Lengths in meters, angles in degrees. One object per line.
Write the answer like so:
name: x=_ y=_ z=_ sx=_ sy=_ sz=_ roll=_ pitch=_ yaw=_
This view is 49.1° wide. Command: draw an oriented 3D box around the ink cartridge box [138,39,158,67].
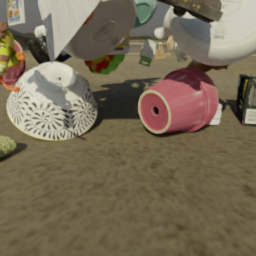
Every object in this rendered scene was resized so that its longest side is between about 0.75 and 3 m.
ink cartridge box: x=0.600 y=-2.305 z=8.632 sx=0.390 sy=0.750 sz=0.223 roll=11 pitch=33 yaw=-19

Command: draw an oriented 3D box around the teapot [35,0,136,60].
teapot: x=-0.983 y=-2.939 z=6.860 sx=2.270 sy=2.240 sz=1.658 roll=-25 pitch=71 yaw=-28

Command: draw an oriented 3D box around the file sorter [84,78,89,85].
file sorter: x=-2.496 y=-1.292 z=10.366 sx=1.516 sy=1.360 sz=2.184 roll=-12 pitch=22 yaw=-30

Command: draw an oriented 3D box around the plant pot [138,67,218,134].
plant pot: x=1.255 y=-0.641 z=7.766 sx=1.650 sy=1.843 sz=1.843 roll=-21 pitch=27 yaw=-36

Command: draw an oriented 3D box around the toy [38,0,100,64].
toy: x=-0.912 y=-2.241 z=4.876 sx=0.568 sy=1.384 sz=2.404 roll=-9 pitch=-8 yaw=-31

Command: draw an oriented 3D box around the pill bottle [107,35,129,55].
pill bottle: x=-0.419 y=-3.025 z=8.348 sx=0.882 sy=1.614 sz=0.882 roll=-1 pitch=17 yaw=0

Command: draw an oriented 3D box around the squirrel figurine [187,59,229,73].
squirrel figurine: x=3.021 y=-2.318 z=9.486 sx=1.486 sy=1.127 sz=1.592 roll=-2 pitch=17 yaw=-31

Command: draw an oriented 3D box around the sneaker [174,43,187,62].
sneaker: x=2.206 y=-3.411 z=11.781 sx=0.611 sy=0.644 sz=1.599 roll=-4 pitch=-17 yaw=6

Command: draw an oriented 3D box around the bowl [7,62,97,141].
bowl: x=-2.068 y=-1.029 z=7.918 sx=2.608 sy=1.224 sz=2.608 roll=10 pitch=46 yaw=-10

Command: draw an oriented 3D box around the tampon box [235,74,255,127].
tampon box: x=4.319 y=-0.952 z=9.246 sx=1.174 sy=1.394 sz=1.860 roll=4 pitch=19 yaw=11

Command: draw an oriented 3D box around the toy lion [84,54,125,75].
toy lion: x=-0.850 y=-3.460 z=9.797 sx=0.998 sy=2.907 sz=2.786 roll=-3 pitch=50 yaw=-44

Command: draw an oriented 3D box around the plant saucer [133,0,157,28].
plant saucer: x=0.437 y=-4.740 z=11.413 sx=1.732 sy=1.732 sz=0.333 roll=-8 pitch=55 yaw=-23

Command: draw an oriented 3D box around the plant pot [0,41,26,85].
plant pot: x=-3.355 y=-1.881 z=7.642 sx=1.157 sy=1.157 sz=1.036 roll=-11 pitch=-7 yaw=-30

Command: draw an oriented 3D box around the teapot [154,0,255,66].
teapot: x=2.254 y=-2.510 z=6.763 sx=2.504 sy=2.537 sz=1.853 roll=-37 pitch=-16 yaw=4

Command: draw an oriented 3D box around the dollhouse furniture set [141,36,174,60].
dollhouse furniture set: x=1.307 y=-3.413 z=12.084 sx=1.303 sy=0.676 sz=0.577 roll=-2 pitch=41 yaw=27

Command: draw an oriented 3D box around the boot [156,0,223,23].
boot: x=0.691 y=-2.553 z=5.221 sx=1.982 sy=0.788 sz=2.277 roll=16 pitch=35 yaw=-9

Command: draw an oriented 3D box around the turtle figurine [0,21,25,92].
turtle figurine: x=-2.307 y=-1.540 z=4.620 sx=0.690 sy=1.729 sz=2.144 roll=-38 pitch=43 yaw=4

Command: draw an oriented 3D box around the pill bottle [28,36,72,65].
pill bottle: x=-1.994 y=-2.820 z=8.771 sx=2.137 sy=1.195 sz=1.195 roll=-31 pitch=16 yaw=10

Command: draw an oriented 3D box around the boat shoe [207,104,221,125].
boat shoe: x=1.972 y=-0.533 z=8.461 sx=2.230 sy=0.729 sz=0.820 roll=0 pitch=17 yaw=-38

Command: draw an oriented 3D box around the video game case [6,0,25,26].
video game case: x=-1.801 y=-2.078 z=4.424 sx=0.077 sy=0.852 sz=0.610 roll=-11 pitch=18 yaw=-39

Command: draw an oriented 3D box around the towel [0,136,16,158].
towel: x=-4.070 y=0.537 z=6.275 sx=2.583 sy=0.471 sz=1.916 roll=5 pitch=18 yaw=17
